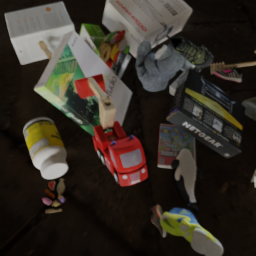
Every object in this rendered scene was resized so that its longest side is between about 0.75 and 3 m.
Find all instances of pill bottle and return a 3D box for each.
[{"bbox_3d":[-2.338,0.583,8.030,0.946,0.946,1.683,-21,57,-15],"label":"pill bottle"}]

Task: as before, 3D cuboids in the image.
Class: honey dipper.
[{"bbox_3d":[4.084,-2.253,10.169,2.098,0.398,0.398,-3,51,19],"label":"honey dipper"}]

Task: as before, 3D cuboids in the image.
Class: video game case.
[{"bbox_3d":[1.488,0.561,8.554,1.098,0.134,1.536,5,53,4],"label":"video game case"}]

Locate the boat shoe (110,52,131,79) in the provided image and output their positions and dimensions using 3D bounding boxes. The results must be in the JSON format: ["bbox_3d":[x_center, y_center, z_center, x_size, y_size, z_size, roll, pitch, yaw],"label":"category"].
[{"bbox_3d":[-0.346,-2.017,9.463,0.458,1.342,0.496,25,60,-7],"label":"boat shoe"}]

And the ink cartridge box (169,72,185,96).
[{"bbox_3d":[2.048,-1.479,9.806,0.737,0.419,1.012,37,73,25],"label":"ink cartridge box"}]

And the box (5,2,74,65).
[{"bbox_3d":[-3.418,-3.786,11.138,2.347,1.248,1.787,-17,55,-13],"label":"box"}]

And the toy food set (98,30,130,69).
[{"bbox_3d":[-0.550,-2.829,10.221,0.376,1.544,1.529,35,86,22],"label":"toy food set"}]

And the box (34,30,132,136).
[{"bbox_3d":[-1.099,-1.058,8.127,0.519,2.854,2.060,-10,52,39],"label":"box"}]

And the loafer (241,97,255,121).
[{"bbox_3d":[4.652,-0.374,8.852,0.726,0.784,2.086,-37,61,-19],"label":"loafer"}]

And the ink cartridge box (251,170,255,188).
[{"bbox_3d":[3.810,1.350,7.576,0.834,0.522,0.536,12,51,37],"label":"ink cartridge box"}]

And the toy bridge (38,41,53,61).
[{"bbox_3d":[-2.944,-2.759,10.037,0.205,1.509,0.507,-42,83,-7],"label":"toy bridge"}]

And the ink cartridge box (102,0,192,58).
[{"bbox_3d":[0.751,-4.472,11.252,2.936,1.233,2.136,-37,80,-27],"label":"ink cartridge box"}]

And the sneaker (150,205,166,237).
[{"bbox_3d":[0.745,2.340,7.025,0.323,0.304,0.788,-17,81,19],"label":"sneaker"}]

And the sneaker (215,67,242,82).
[{"bbox_3d":[3.647,-1.985,10.094,1.111,0.486,0.410,8,19,-16],"label":"sneaker"}]

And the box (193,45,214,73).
[{"bbox_3d":[2.499,-2.382,9.709,0.606,0.757,0.165,36,14,-19],"label":"box"}]

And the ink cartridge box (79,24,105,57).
[{"bbox_3d":[-1.240,-2.677,10.181,0.692,1.350,1.827,-6,51,-31],"label":"ink cartridge box"}]

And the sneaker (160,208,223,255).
[{"bbox_3d":[1.534,2.302,6.498,1.512,0.573,0.794,28,30,21],"label":"sneaker"}]

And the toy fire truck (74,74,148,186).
[{"bbox_3d":[-0.459,-0.105,6.363,0.658,1.904,2.701,-17,25,-17],"label":"toy fire truck"}]

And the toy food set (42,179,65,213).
[{"bbox_3d":[-2.030,1.810,7.598,0.595,0.147,0.936,-7,53,-5],"label":"toy food set"}]

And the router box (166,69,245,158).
[{"bbox_3d":[2.411,-0.442,8.407,2.304,0.602,1.812,32,54,-12],"label":"router box"}]

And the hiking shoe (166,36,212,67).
[{"bbox_3d":[1.620,-2.074,7.603,1.385,0.524,0.697,38,24,26],"label":"hiking shoe"}]

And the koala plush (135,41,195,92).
[{"bbox_3d":[1.194,-2.052,8.958,1.540,1.737,1.596,18,75,-26],"label":"koala plush"}]

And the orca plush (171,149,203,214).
[{"bbox_3d":[1.534,1.467,7.634,0.954,0.644,1.813,4,52,-26],"label":"orca plush"}]
